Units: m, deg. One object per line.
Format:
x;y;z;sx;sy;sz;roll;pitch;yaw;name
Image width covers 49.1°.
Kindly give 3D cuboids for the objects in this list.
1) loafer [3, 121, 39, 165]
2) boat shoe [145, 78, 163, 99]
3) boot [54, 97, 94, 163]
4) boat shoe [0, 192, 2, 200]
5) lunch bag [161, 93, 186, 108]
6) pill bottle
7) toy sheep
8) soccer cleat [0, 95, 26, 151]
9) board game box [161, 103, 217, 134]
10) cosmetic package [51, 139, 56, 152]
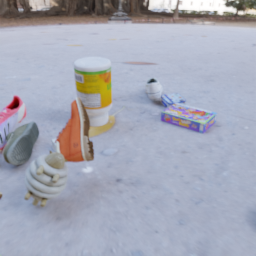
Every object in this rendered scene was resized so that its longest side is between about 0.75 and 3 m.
-4.005;0.591;10.267;0.863;0.931;2.476;-12;23;6;loafer
1.416;-2.325;15.345;0.999;0.907;2.715;-11;18;1;boat shoe
-1.698;0.053;8.385;1.122;0.785;2.093;-11;64;6;boot
-3.282;1.540;5.693;1.606;0.578;0.579;-30;-10;18;boat shoe
2.279;-1.350;14.315;1.083;0.511;1.352;-8;27;-12;lunch bag
-1.462;-1.518;12.083;1.530;2.755;1.530;0;30;0;pill bottle
-2.229;1.407;7.550;1.240;1.798;1.240;31;16;-10;toy sheep
-4.891;-0.168;10.985;0.912;1.045;2.733;8;42;11;soccer cleat
2.734;-0.489;12.651;2.085;0.467;1.402;19;33;32;board game box
-2.461;0.715;10.387;0.488;0.385;0.907;-14;31;-28;cosmetic package
